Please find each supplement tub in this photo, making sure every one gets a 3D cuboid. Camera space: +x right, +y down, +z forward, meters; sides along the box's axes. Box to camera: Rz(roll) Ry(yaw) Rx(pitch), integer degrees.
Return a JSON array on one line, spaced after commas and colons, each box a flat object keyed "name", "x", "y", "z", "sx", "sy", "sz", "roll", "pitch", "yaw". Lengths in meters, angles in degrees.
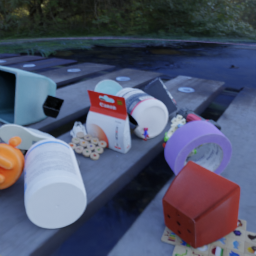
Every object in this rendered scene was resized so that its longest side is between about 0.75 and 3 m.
[{"name": "supplement tub", "x": -2.231, "y": 1.531, "z": 8.334, "sx": 1.624, "sy": 1.624, "sz": 2.462, "roll": -8, "pitch": 26, "yaw": -16}, {"name": "supplement tub", "x": 0.479, "y": -0.763, "z": 13.095, "sx": 1.815, "sy": 1.815, "sz": 2.587, "roll": -11, "pitch": 27, "yaw": -23}]

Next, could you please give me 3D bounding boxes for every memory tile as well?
[{"name": "memory tile", "x": -1.651, "y": 0.698, "z": 11.310, "sx": 1.391, "sy": 0.117, "sz": 1.066, "roll": 21, "pitch": 45, "yaw": 11}]

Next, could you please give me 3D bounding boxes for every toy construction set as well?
[{"name": "toy construction set", "x": 1.959, "y": 0.376, "z": 10.621, "sx": 0.945, "sy": 1.346, "sz": 2.052, "roll": 2, "pitch": 28, "yaw": -13}]

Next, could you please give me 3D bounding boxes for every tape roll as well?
[{"name": "tape roll", "x": 2.305, "y": 0.845, "z": 9.274, "sx": 2.038, "sy": 2.038, "sz": 0.866, "roll": -6, "pitch": 31, "yaw": -14}]

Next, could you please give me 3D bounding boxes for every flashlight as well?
[{"name": "flashlight", "x": 3.186, "y": -0.250, "z": 13.168, "sx": 0.932, "sy": 0.929, "sz": 2.743, "roll": -39, "pitch": 31, "yaw": -4}]

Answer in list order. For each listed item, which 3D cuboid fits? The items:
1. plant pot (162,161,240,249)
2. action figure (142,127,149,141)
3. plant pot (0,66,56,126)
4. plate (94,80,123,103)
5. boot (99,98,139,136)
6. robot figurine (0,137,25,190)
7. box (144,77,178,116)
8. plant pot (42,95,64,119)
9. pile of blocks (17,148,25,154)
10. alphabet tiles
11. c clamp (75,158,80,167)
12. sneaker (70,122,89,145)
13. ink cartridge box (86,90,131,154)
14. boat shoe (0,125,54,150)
[{"name": "plant pot", "x": 1.769, "y": 2.092, "z": 7.266, "sx": 1.399, "sy": 1.586, "sz": 1.588, "roll": -30, "pitch": 36, "yaw": -30}, {"name": "action figure", "x": 0.712, "y": 0.199, "z": 11.551, "sx": 0.245, "sy": 0.310, "sz": 0.949, "roll": 25, "pitch": 23, "yaw": -8}, {"name": "plant pot", "x": -5.273, "y": -1.699, "z": 14.472, "sx": 2.619, "sy": 2.626, "sz": 2.675, "roll": 19, "pitch": 17, "yaw": 36}, {"name": "plate", "x": -0.934, "y": -1.583, "z": 14.491, "sx": 1.843, "sy": 1.843, "sz": 0.236, "roll": -17, "pitch": -6, "yaw": -33}, {"name": "boot", "x": -0.423, "y": -0.587, "z": 11.750, "sx": 1.030, "sy": 2.125, "sz": 0.794, "roll": -35, "pitch": 4, "yaw": 38}, {"name": "robot figurine", "x": -4.064, "y": 1.205, "z": 8.914, "sx": 1.405, "sy": 1.733, "sz": 2.409, "roll": -8, "pitch": -1, "yaw": -16}, {"name": "box", "x": 1.703, "y": -1.575, "z": 14.480, "sx": 0.925, "sy": 1.777, "sz": 1.618, "roll": -32, "pitch": 10, "yaw": 15}, {"name": "plant pot", "x": -3.501, "y": -0.917, "z": 13.038, "sx": 0.819, "sy": 0.727, "sz": 0.817, "roll": 16, "pitch": 46, "yaw": -7}, {"name": "pile of blocks", "x": -4.498, "y": 0.941, "z": 10.897, "sx": 0.344, "sy": 0.454, "sz": 1.107, "roll": -15, "pitch": 8, "yaw": 42}, {"name": "alphabet tiles", "x": 2.180, "y": 2.880, "z": 7.301, "sx": 2.400, "sy": 0.076, "sz": 1.997, "roll": 10, "pitch": 26, "yaw": 21}, {"name": "c clamp", "x": -2.571, "y": 1.410, "z": 10.224, "sx": 1.277, "sy": 0.202, "sz": 1.495, "roll": 21, "pitch": 37, "yaw": 31}, {"name": "sneaker", "x": -2.072, "y": 0.281, "z": 12.117, "sx": 0.616, "sy": 0.664, "sz": 1.639, "roll": 9, "pitch": 20, "yaw": -32}, {"name": "ink cartridge box", "x": -0.880, "y": -0.230, "z": 11.277, "sx": 1.917, "sy": 2.364, "sz": 0.593, "roll": 16, "pitch": 42, "yaw": 30}, {"name": "boat shoe", "x": -3.870, "y": 0.455, "z": 11.089, "sx": 2.361, "sy": 0.824, "sz": 0.841, "roll": 20, "pitch": 1, "yaw": -24}]
